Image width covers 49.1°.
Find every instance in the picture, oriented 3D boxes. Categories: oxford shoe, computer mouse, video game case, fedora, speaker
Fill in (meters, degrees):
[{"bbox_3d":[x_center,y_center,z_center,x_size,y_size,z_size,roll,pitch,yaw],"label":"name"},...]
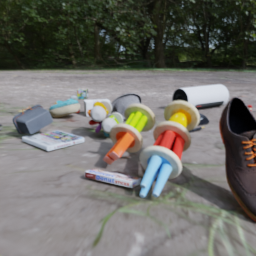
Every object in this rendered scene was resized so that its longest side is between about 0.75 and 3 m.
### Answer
[{"bbox_3d":[1.819,0.438,4.303,0.707,1.986,0.720,-15,-31,9],"label":"oxford shoe"},{"bbox_3d":[2.193,-0.221,9.288,1.702,0.392,1.195,-8,16,-27],"label":"computer mouse"},{"bbox_3d":[-2.051,0.328,7.665,1.276,0.147,1.163,12,17,41],"label":"video game case"},{"bbox_3d":[-0.015,-0.671,10.010,1.217,1.076,0.549,-26,48,-1],"label":"fedora"},{"bbox_3d":[3.147,-1.311,12.168,2.514,1.021,1.021,-9,17,-31],"label":"speaker"}]

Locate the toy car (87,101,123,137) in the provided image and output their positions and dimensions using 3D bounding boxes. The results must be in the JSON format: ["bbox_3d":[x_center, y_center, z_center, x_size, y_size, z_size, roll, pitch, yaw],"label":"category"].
[{"bbox_3d":[-0.716,-0.201,7.964,0.800,1.067,0.934,-41,5,23],"label":"toy car"}]

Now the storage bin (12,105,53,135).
[{"bbox_3d":[-2.645,-0.242,7.899,0.645,0.699,0.961,12,38,45],"label":"storage bin"}]

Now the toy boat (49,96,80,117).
[{"bbox_3d":[-2.355,-0.859,10.804,1.280,0.708,1.523,-12,5,20],"label":"toy boat"}]

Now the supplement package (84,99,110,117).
[{"bbox_3d":[-1.230,-0.798,11.068,0.960,0.582,0.575,-5,16,-17],"label":"supplement package"}]

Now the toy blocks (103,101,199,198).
[{"bbox_3d":[0.285,0.400,5.632,1.862,0.811,2.234,-2,36,31],"label":"toy blocks"}]

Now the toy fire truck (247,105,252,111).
[{"bbox_3d":[4.718,-0.771,11.637,0.719,0.248,1.019,9,18,27],"label":"toy fire truck"}]

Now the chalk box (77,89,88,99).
[{"bbox_3d":[-2.473,-1.810,15.055,0.491,0.495,0.792,1,14,5],"label":"chalk box"}]

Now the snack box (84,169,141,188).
[{"bbox_3d":[-0.302,0.946,5.309,1.030,0.125,0.370,7,6,26],"label":"snack box"}]

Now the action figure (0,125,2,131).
[{"bbox_3d":[-3.641,0.199,6.788,0.854,0.733,1.437,-17,-11,17],"label":"action figure"}]
